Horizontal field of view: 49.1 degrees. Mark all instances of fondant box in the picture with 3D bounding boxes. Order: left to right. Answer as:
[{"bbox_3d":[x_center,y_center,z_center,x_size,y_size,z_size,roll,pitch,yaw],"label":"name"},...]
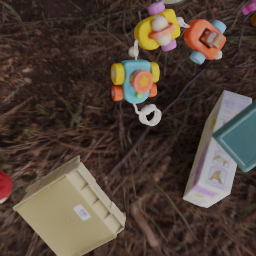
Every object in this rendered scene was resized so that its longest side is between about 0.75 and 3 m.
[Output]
[{"bbox_3d":[2.215,0.586,7.091,0.731,1.811,2.510,18,67,8],"label":"fondant box"}]

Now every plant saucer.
[{"bbox_3d":[2.712,-0.341,4.625,2.701,0.256,0.944,-44,82,26],"label":"plant saucer"}]

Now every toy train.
[{"bbox_3d":[0.821,-1.205,5.229,1.863,0.690,2.480,34,95,-27],"label":"toy train"}]

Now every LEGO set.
[{"bbox_3d":[3.574,-2.801,6.800,0.874,2.129,0.812,-37,105,2],"label":"LEGO set"}]

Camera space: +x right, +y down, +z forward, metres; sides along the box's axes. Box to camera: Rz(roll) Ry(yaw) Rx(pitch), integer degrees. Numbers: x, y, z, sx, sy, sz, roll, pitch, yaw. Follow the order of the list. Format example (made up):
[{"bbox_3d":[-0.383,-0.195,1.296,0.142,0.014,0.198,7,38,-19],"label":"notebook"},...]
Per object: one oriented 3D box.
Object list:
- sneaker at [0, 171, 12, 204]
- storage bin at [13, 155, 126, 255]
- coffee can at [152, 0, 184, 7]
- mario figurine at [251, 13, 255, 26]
[{"bbox_3d":[-3.340,0.706,5.171,2.808,1.622,1.100,16,40,-40],"label":"sneaker"},{"bbox_3d":[-1.030,1.512,5.235,1.482,0.699,1.492,-33,102,15],"label":"storage bin"},{"bbox_3d":[1.002,-3.784,6.465,1.312,1.793,1.312,0,95,5],"label":"coffee can"},{"bbox_3d":[5.626,-3.749,9.751,2.385,1.264,1.472,-15,102,4],"label":"mario figurine"}]
